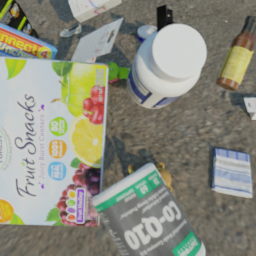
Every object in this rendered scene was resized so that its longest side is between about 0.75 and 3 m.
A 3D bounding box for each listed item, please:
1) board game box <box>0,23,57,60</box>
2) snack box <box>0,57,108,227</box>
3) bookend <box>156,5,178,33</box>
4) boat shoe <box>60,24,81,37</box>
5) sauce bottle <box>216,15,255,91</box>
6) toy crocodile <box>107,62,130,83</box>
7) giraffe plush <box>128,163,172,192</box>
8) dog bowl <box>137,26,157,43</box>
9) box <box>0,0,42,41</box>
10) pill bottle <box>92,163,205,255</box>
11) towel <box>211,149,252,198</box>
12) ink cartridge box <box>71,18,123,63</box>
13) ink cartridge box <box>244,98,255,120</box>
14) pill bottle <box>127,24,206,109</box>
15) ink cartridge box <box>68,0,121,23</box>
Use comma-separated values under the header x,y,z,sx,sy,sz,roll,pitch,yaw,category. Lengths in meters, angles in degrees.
x,y,z,sx,sy,sz,roll,pitch,yaw,category
-2.664,-1.312,6.125,1.688,1.653,0.472,18,16,-29,board game box
-1.502,0.281,5.106,2.128,2.993,0.793,3,14,-3,snack box
1.498,-3.765,10.037,0.981,0.975,0.452,-6,7,-43,bookend
-2.796,-4.706,13.556,1.108,0.355,0.408,-21,53,-17,boat shoe
2.954,-1.964,7.386,0.642,0.642,1.946,24,95,19,sauce bottle
-1.230,-2.054,11.044,2.933,0.906,0.990,-5,10,-2,toy crocodile
0.729,1.551,7.979,1.154,1.228,1.423,-10,14,-21,giraffe plush
0.948,-4.418,13.287,1.006,0.396,1.006,0,50,0,dog bowl
-3.843,-2.224,7.763,0.705,2.867,2.968,17,73,16,box
0.437,1.743,4.443,1.198,1.198,2.117,-29,82,-22,pill bottle
3.179,1.345,8.578,1.159,0.188,1.578,11,51,8,towel
-0.934,-2.395,8.515,1.870,0.442,1.497,-10,51,38,ink cartridge box
4.813,-0.680,10.124,1.259,0.425,0.733,3,50,1,ink cartridge box
0.896,-1.476,7.200,1.588,2.861,1.588,1,85,-7,pill bottle
-1.363,-5.109,10.696,1.841,0.779,1.330,-21,90,10,ink cartridge box
